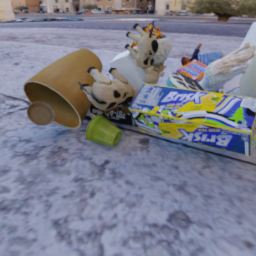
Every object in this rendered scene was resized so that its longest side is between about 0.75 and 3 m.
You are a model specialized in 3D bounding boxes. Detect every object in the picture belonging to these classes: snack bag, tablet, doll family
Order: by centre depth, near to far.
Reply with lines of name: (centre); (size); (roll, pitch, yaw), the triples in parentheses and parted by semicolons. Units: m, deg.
snack bag: (-0.296, -1.451, 9.113); (0.120, 1.053, 1.117); (-18, -26, 26)
tablet: (4.300, -1.838, 9.476); (0.200, 2.926, 1.904); (-9, 41, -42)
doll family: (2.573, -1.685, 9.811); (1.420, 2.458, 0.964); (-3, 16, 10)

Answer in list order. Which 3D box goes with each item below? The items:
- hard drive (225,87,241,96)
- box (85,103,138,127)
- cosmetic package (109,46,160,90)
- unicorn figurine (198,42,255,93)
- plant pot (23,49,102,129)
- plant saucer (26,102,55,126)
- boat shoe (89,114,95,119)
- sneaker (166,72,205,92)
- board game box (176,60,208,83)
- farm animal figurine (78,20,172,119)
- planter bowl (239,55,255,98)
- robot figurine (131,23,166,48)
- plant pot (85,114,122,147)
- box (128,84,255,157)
hard drive: (3.353, -0.916, 8.356); (1.207, 0.232, 1.829); (-5, -6, -4)
box: (-0.258, -0.967, 10.676); (2.914, 0.634, 2.334); (11, 28, 21)
cosmetic package: (0.235, -1.610, 8.785); (0.916, 1.623, 0.659); (-5, 34, 47)
unicorn figurine: (2.580, -1.350, 8.085); (1.919, 2.794, 1.032); (-34, 64, -2)
plant pot: (-1.833, -1.469, 9.026); (2.073, 2.073, 2.225); (14, 58, 27)
plant saucer: (-2.454, -0.385, 7.892); (0.796, 0.117, 0.796); (14, 55, -22)
boat shoe: (-1.035, -0.185, 9.160); (0.837, 0.297, 0.292); (37, 86, 33)
sneaker: (1.868, -0.515, 7.877); (1.075, 2.700, 1.046); (-38, 40, 19)
board game box: (2.133, -1.543, 9.001); (0.805, 0.805, 0.805); (-32, 46, -16)
farm animal figurine: (0.293, -1.417, 8.074); (2.910, 2.350, 1.463); (-43, 67, 0)
planter bowl: (3.436, -0.992, 6.342); (1.974, 1.974, 1.328); (-21, -7, -36)
robot figurine: (0.739, -3.416, 11.421); (1.238, 1.708, 0.497); (50, 30, 17)
plant pot: (-0.653, 0.144, 8.157); (0.818, 0.850, 0.850); (25, 33, 18)
box: (1.534, -0.262, 6.630); (2.860, 1.002, 0.920); (14, 62, 31)
